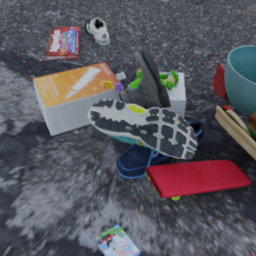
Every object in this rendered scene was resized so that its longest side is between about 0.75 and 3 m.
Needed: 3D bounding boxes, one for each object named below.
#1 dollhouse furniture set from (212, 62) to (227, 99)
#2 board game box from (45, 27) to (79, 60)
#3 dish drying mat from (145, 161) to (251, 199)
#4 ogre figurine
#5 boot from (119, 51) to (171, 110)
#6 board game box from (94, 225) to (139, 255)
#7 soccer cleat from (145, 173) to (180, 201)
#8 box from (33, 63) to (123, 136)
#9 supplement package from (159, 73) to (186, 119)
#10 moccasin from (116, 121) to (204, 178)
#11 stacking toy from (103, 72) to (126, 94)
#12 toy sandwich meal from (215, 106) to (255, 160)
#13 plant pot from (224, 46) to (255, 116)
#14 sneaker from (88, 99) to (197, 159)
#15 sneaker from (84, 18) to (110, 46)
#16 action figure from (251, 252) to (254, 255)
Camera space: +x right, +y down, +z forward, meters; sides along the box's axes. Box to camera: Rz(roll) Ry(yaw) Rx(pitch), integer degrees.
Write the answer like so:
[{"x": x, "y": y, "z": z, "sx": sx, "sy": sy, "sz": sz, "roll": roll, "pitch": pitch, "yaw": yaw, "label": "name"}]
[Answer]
[{"x": 4.021, "y": -1.145, "z": 8.987, "sx": 1.380, "sy": 1.043, "sz": 2.565, "roll": -14, "pitch": 46, "yaw": -14, "label": "dollhouse furniture set"}, {"x": -2.821, "y": -3.739, "z": 12.237, "sx": 1.307, "sy": 0.247, "sz": 2.540, "roll": -5, "pitch": 44, "yaw": -4, "label": "board game box"}, {"x": 1.702, "y": 1.189, "z": 6.733, "sx": 2.493, "sy": 0.227, "sz": 0.958, "roll": -3, "pitch": 38, "yaw": -23, "label": "dish drying mat"}, {"x": 0.687, "y": -1.248, "z": 8.200, "sx": 1.092, "sy": 0.894, "sz": 1.822, "roll": 12, "pitch": 51, "yaw": 28, "label": "ogre figurine"}, {"x": 0.261, "y": -0.906, "z": 6.623, "sx": 1.128, "sy": 1.714, "sz": 0.598, "roll": -16, "pitch": 42, "yaw": 16, "label": "boot"}, {"x": -0.237, "y": 2.436, "z": 5.763, "sx": 0.601, "sy": 0.145, "sz": 0.795, "roll": -22, "pitch": 40, "yaw": -29, "label": "board game box"}, {"x": 0.866, "y": 1.332, "z": 6.724, "sx": 0.979, "sy": 0.331, "sz": 0.397, "roll": 37, "pitch": 91, "yaw": 5, "label": "soccer cleat"}, {"x": -1.507, "y": -0.943, "z": 8.657, "sx": 2.350, "sy": 1.145, "sz": 1.462, "roll": -18, "pitch": 49, "yaw": -19, "label": "box"}, {"x": 1.371, "y": -1.025, "z": 8.991, "sx": 0.822, "sy": 0.853, "sz": 1.500, "roll": 1, "pitch": 43, "yaw": 6, "label": "supplement package"}, {"x": 0.847, "y": 0.392, "z": 7.417, "sx": 2.632, "sy": 0.897, "sz": 1.059, "roll": -27, "pitch": 61, "yaw": -22, "label": "moccasin"}, {"x": -0.189, "y": -0.949, "z": 8.096, "sx": 0.280, "sy": 1.192, "sz": 0.899, "roll": -16, "pitch": 21, "yaw": 32, "label": "stacking toy"}, {"x": 3.272, "y": 0.251, "z": 6.628, "sx": 0.955, "sy": 2.790, "sz": 2.790, "roll": -46, "pitch": 47, "yaw": 16, "label": "toy sandwich meal"}, {"x": 3.717, "y": -1.179, "z": 8.050, "sx": 2.133, "sy": 1.437, "sz": 2.133, "roll": 3, "pitch": 46, "yaw": -3, "label": "plant pot"}, {"x": 0.345, "y": 0.024, "z": 6.536, "sx": 2.598, "sy": 1.035, "sz": 1.007, "roll": 20, "pitch": 73, "yaw": 1, "label": "sneaker"}, {"x": -1.417, "y": -4.594, "z": 12.639, "sx": 0.783, "sy": 0.935, "sz": 2.113, "roll": -23, "pitch": 47, "yaw": -19, "label": "sneaker"}, {"x": 2.156, "y": 3.070, "z": 4.427, "sx": 1.394, "sy": 1.549, "sz": 2.081, "roll": -1, "pitch": 58, "yaw": 8, "label": "action figure"}]
